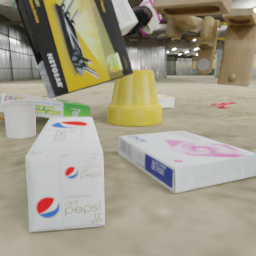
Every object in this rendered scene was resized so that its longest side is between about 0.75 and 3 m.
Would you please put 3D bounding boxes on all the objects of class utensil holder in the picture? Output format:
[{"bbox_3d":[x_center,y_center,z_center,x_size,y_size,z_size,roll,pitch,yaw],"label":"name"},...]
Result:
[{"bbox_3d":[-2.827,-0.247,7.366,0.788,0.928,0.788,-1,11,0],"label":"utensil holder"}]

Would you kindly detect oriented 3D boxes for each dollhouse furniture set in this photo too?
[{"bbox_3d":[2.433,-2.747,8.980,2.637,2.260,2.773,11,5,33],"label":"dollhouse furniture set"}]

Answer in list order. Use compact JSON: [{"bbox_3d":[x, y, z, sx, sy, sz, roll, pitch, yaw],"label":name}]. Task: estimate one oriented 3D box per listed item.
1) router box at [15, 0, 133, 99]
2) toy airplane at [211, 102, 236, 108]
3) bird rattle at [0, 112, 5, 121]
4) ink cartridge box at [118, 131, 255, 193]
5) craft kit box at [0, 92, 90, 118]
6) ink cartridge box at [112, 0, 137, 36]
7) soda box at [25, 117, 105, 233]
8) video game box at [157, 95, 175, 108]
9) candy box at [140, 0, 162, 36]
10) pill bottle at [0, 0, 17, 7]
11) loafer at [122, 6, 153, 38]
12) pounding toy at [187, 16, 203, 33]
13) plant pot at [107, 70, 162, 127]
[{"bbox_3d":[-1.180,-2.129,6.253,1.974,2.511,0.656,-22,10,-26],"label":"router box"},{"bbox_3d":[4.612,-1.099,13.544,1.176,0.216,1.176,-6,9,1],"label":"toy airplane"},{"bbox_3d":[-3.896,-0.420,8.908,1.135,0.639,0.925,2,9,-23],"label":"bird rattle"},{"bbox_3d":[1.174,0.442,5.123,2.147,0.465,2.108,-6,12,-23],"label":"ink cartridge box"},{"bbox_3d":[-2.881,-0.743,9.560,2.627,0.637,2.595,6,9,-23],"label":"craft kit box"},{"bbox_3d":[-1.008,-2.896,7.280,2.004,1.446,0.839,-31,6,-23],"label":"ink cartridge box"},{"bbox_3d":[-0.837,0.435,4.048,0.801,0.857,2.516,-2,11,-10],"label":"soda box"},{"bbox_3d":[0.934,-1.353,14.021,2.339,0.548,2.131,-1,9,-4],"label":"video game box"},{"bbox_3d":[0.776,-4.241,10.522,0.409,0.915,1.342,-2,45,41],"label":"candy box"},{"bbox_3d":[-2.477,-3.551,7.227,0.943,0.943,1.703,10,15,42],"label":"pill bottle"},{"bbox_3d":[-0.080,-3.585,10.101,2.265,0.814,0.713,-10,45,46],"label":"loafer"},{"bbox_3d":[1.880,-3.968,10.371,1.100,0.573,1.252,-12,36,-45],"label":"pounding toy"},{"bbox_3d":[0.217,-1.053,9.369,1.859,1.749,1.859,-1,11,0],"label":"plant pot"}]
